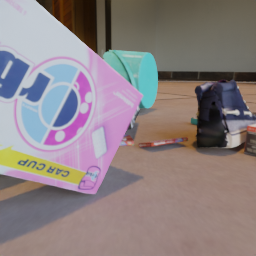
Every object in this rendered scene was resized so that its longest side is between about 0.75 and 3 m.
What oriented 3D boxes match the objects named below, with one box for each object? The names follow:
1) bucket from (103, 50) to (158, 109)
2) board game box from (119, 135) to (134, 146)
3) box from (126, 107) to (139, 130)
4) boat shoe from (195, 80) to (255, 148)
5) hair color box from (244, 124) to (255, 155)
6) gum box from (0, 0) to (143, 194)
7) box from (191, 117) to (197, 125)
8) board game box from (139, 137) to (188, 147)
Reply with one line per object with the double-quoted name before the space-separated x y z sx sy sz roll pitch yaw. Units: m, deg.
"bucket" 0.072 -1.874 11.207 1.647 2.532 2.532 4 12 25
"board game box" -0.549 0.297 6.490 1.273 0.124 0.655 -2 13 -9
"box" -0.868 -0.376 7.589 2.156 0.680 2.734 -8 10 8
"boat shoe" 2.491 -0.448 6.590 1.113 1.382 2.980 -2 7 36
"hair color box" 3.388 0.191 5.787 1.914 0.612 1.061 -11 17 -40
"gum box" -1.101 -0.331 3.015 0.887 1.522 2.682 22 -6 37
"box" 2.299 -0.173 8.522 0.312 0.187 0.759 -9 18 -34
"board game box" 0.775 0.315 6.160 0.977 0.095 0.503 -6 -4 -29
